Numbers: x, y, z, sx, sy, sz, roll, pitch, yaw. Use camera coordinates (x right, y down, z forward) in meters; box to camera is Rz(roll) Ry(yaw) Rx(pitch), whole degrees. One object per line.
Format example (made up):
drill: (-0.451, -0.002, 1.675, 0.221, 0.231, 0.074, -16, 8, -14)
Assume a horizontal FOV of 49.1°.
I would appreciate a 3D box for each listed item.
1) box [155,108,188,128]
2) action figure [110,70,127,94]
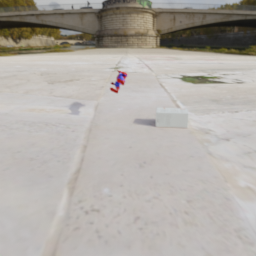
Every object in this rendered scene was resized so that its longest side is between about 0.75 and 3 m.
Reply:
box: (1.815, -0.431, 11.674, 1.304, 0.635, 0.811, 2, 18, 8)
action figure: (-0.412, -2.200, 12.836, 0.610, 0.772, 2.359, 32, 19, -6)
